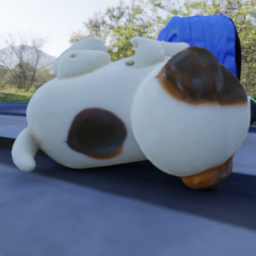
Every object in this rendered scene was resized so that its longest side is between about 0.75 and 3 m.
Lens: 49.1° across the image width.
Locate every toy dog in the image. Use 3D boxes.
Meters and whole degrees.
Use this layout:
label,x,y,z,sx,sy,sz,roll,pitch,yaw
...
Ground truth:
label,x,y,z,sx,sy,sz,roll,pitch,yaw
toy dog,0.091,-0.265,3.332,2.546,1.776,2.468,6,21,38

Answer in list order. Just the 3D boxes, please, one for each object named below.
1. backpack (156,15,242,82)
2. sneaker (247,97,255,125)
label,x,y,z,sx,sy,sz,roll,pitch,yaw
backpack,1.262,-1.069,6.087,2.199,2.621,2.129,-1,8,-7
sneaker,4.583,-0.596,9.449,1.073,0.929,2.591,5,8,38
